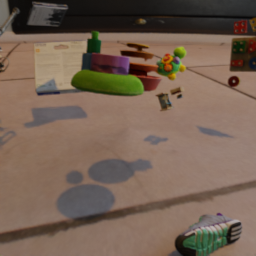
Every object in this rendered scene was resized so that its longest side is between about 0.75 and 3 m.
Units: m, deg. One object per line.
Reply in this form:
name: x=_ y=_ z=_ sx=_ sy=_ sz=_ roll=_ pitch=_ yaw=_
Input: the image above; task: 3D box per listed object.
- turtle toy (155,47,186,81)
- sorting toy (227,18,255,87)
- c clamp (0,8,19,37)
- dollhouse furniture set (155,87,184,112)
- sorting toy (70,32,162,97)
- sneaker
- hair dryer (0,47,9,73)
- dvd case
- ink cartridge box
turtle toy: x=1.068 y=-1.607 z=6.890 sx=0.910 sy=0.460 sz=0.663 roll=-41 pitch=47 yaw=-12
sorting toy: x=3.805 y=-2.414 z=8.929 sx=1.084 sy=2.249 sz=0.380 roll=8 pitch=14 yaw=32
c clamp: x=-3.474 y=-3.006 z=8.071 sx=1.100 sy=0.174 sz=1.288 roll=-29 pitch=37 yaw=48
dollhouse furniture set: x=1.407 y=-0.930 z=9.074 sx=0.803 sy=0.566 sz=0.563 roll=-18 pitch=-2 yaw=30
sorting toy: x=-0.233 y=-1.415 z=6.041 sx=1.693 sy=1.157 sz=2.818 roll=11 pitch=14 yaw=17
sneaker: x=1.508 y=2.128 z=5.711 sx=1.637 sy=0.609 sz=0.717 roll=-1 pitch=12 yaw=-28
hair dryer: x=-4.941 y=-2.058 z=9.739 sx=0.466 sy=1.714 sz=1.306 roll=33 pitch=15 yaw=-52
dvd case: x=-2.708 y=-3.747 z=9.316 sx=1.190 sy=0.147 sz=0.894 roll=-12 pitch=-16 yaw=-38
ink cartridge box: x=-2.662 y=-2.451 z=11.395 sx=2.173 sy=2.213 sz=0.479 roll=-5 pitch=-17 yaw=-8
